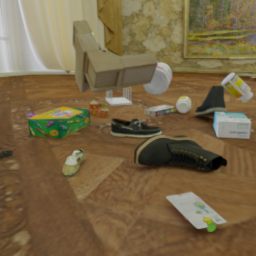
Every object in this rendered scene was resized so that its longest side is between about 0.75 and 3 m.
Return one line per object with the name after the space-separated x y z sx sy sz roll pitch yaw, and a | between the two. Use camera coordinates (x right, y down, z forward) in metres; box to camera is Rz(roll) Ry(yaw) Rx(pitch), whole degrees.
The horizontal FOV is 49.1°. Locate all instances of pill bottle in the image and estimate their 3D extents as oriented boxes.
3.231 -1.328 16.273 0.833 0.833 1.525 4 16 14 | pill bottle
1.348 -2.267 12.510 1.142 1.142 2.014 4 23 12 | pill bottle
4.530 -1.635 11.573 1.236 0.675 0.675 43 19 -3 | pill bottle

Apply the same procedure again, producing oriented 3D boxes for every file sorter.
-0.684 -2.327 18.989 1.415 1.269 2.039 -5 17 -15 | file sorter

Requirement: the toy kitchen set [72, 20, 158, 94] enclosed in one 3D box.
-0.744 -2.528 11.125 2.470 2.233 2.737 -13 60 -21 | toy kitchen set

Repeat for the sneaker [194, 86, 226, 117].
4.235 -1.309 14.339 0.937 1.331 2.507 7 -6 -13 | sneaker

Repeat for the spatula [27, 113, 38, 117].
-4.972 -0.654 15.233 1.142 0.117 0.323 7 19 22 | spatula

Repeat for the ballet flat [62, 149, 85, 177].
-1.700 1.026 8.757 0.500 0.500 1.416 3 16 9 | ballet flat

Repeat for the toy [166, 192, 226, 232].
1.438 1.865 6.144 0.727 0.298 1.262 -4 15 -22 | toy

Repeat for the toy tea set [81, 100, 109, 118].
-1.744 -1.123 15.749 1.954 0.723 1.162 13 20 37 | toy tea set

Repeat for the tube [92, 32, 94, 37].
-1.801 -4.467 13.714 0.274 0.306 1.056 -15 31 3 | tube

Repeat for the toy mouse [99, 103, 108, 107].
-1.859 -1.469 17.929 0.866 0.188 0.974 -8 17 -26 | toy mouse

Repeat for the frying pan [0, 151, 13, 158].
-4.228 0.947 9.656 0.460 0.124 0.760 -6 19 -18 | frying pan

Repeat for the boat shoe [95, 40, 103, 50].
-1.789 -3.115 13.461 1.049 2.920 0.987 33 65 7 | boat shoe

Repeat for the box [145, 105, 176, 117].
1.871 -0.999 16.097 1.690 0.293 0.930 -14 21 -39 | box

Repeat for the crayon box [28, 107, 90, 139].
-3.021 -0.288 12.723 1.578 0.774 2.658 6 17 19 | crayon box

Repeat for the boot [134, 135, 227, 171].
1.618 0.876 8.573 2.520 0.976 1.743 -12 25 -33 | boot

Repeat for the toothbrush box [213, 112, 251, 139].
4.512 -0.148 12.325 1.288 0.750 1.759 3 18 11 | toothbrush box

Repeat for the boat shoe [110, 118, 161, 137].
0.329 -0.015 11.930 2.197 0.743 0.789 4 15 9 | boat shoe
